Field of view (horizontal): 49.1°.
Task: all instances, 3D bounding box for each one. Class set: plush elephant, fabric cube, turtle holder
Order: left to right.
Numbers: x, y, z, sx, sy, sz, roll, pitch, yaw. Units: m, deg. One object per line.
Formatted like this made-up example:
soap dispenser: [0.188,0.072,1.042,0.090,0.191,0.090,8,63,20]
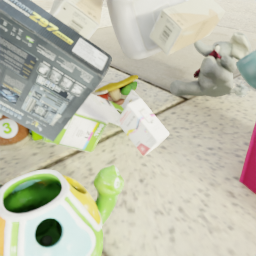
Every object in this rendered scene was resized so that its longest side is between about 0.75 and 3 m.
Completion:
turtle holder: [-1.170,1.628,4.672,2.450,1.740,1.862,-6,33,-9]
plush elephant: [3.207,-2.388,10.337,2.793,2.300,2.162,8,70,-18]
fabric cube: [4.537,0.499,5.455,2.895,2.840,2.886,-15,34,-21]

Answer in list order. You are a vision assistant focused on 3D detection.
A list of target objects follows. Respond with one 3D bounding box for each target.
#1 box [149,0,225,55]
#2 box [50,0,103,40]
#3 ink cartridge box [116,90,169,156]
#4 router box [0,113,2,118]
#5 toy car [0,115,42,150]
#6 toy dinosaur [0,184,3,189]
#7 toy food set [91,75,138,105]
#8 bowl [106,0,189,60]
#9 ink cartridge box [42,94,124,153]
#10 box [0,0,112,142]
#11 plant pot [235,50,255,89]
box: [1.873,-3.275,8.806,2.293,1.089,0.891,-32,74,-31]
box: [-1.481,-3.540,8.050,1.058,1.292,2.721,29,43,-29]
ink cartridge box: [0.212,-0.108,5.901,0.412,0.711,1.221,-30,76,-35]
router box: [-3.448,-1.180,5.748,2.193,2.443,0.597,33,33,-16]
toy car: [-3.547,-0.719,7.778,1.908,2.323,1.832,-15,36,-22]
toy dinosaur: [-3.126,1.428,6.209,1.899,0.451,0.837,13,19,22]
toy food set: [-0.435,-1.249,10.231,1.348,0.749,2.292,-5,21,42]
bowl: [0.943,-3.974,9.773,2.947,2.952,1.102,-28,39,-10]
ink cartridge box: [-1.148,-0.224,8.348,2.840,1.076,2.099,19,20,-34]
box: [-1.888,-1.065,4.577,2.615,2.062,0.667,32,44,-16]
plant pot: [3.752,-1.495,7.272,1.554,1.041,1.554,-18,-7,-2]
